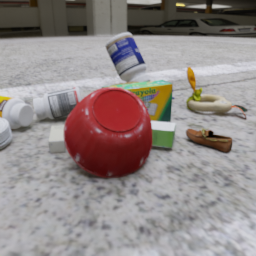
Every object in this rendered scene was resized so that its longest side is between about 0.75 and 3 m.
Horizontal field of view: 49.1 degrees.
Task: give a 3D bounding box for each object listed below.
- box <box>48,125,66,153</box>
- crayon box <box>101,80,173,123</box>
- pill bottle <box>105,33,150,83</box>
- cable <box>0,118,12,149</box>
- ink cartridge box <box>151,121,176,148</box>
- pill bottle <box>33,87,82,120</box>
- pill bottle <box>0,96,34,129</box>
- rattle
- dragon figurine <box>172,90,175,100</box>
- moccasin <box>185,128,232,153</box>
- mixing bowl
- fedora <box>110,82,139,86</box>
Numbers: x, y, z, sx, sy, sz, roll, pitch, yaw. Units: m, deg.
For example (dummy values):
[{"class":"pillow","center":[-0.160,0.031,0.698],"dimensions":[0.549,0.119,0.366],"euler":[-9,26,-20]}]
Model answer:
[{"class":"box","center":[-2.447,0.372,9.813],"dimensions":[0.550,0.457,1.338],"euler":[-3,24,-8]},{"class":"crayon box","center":[0.379,-0.920,11.267],"dimensions":[2.801,1.664,0.816],"euler":[-10,25,-22]},{"class":"pill bottle","center":[0.027,-3.638,15.683],"dimensions":[1.678,2.900,1.678],"euler":[-25,-1,0]},{"class":"cable","center":[-5.213,0.249,9.714],"dimensions":[2.174,0.753,2.174],"euler":[-2,24,-5]},{"class":"ink cartridge box","center":[0.598,0.152,9.953],"dimensions":[2.111,0.626,1.096],"euler":[6,16,12]},{"class":"pill bottle","center":[-2.933,-1.010,11.906],"dimensions":[1.939,1.123,1.123],"euler":[-13,25,-6]},{"class":"pill bottle","center":[-4.939,-0.650,11.187],"dimensions":[2.237,1.222,1.222],"euler":[10,25,21]},{"class":"rattle","center":[4.060,-1.612,12.648],"dimensions":[2.792,1.994,1.818],"euler":[15,13,43]},{"class":"dragon figurine","center":[1.111,-1.689,13.947],"dimensions":[2.359,0.694,1.173],"euler":[0,10,-5]},{"class":"moccasin","center":[2.772,0.304,9.713],"dimensions":[0.624,0.658,1.705],"euler":[-19,30,-37]},{"class":"mixing bowl","center":[-0.424,-0.140,7.977],"dimensions":[2.755,1.492,2.755],"euler":[6,59,-11]},{"class":"fedora","center":[-0.157,-1.842,13.607],"dimensions":[1.612,0.657,1.612],"euler":[-8,6,1]}]
